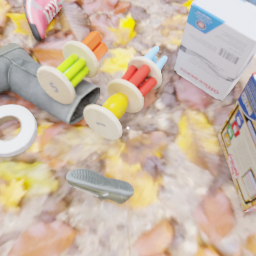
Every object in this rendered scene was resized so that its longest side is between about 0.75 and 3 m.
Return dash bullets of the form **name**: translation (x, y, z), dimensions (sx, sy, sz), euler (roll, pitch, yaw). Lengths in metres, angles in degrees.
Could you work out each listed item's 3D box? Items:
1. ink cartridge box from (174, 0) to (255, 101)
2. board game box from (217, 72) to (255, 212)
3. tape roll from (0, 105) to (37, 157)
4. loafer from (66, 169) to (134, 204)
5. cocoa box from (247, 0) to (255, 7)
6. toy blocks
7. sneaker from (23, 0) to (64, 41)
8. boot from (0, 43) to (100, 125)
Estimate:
- **ink cartridge box**: translation (2.164, -1.936, 6.765), dimensions (1.595, 2.199, 0.921), euler (38, 68, 16)
- **board game box**: translation (2.574, 0.422, 5.433), dimensions (0.599, 2.586, 1.959), euler (-10, 66, -1)
- **tape roll**: translation (-2.940, 0.056, 6.910), dimensions (1.354, 0.247, 1.354), euler (0, 64, 0)
- **loafer**: translation (-0.624, 1.311, 5.956), dimensions (1.482, 0.516, 0.557), euler (19, 21, -10)
- **cocoa box**: translation (4.440, -4.762, 8.350), dimensions (1.672, 1.700, 2.549), euler (-25, 67, -11)
- **toy blocks**: translation (-0.386, -1.421, 6.750), dimensions (2.313, 1.008, 2.775), euler (39, 59, -3)
- **sneaker**: translation (-2.447, -3.666, 8.300), dimensions (1.044, 0.887, 2.407), euler (-6, 65, -4)
- **boot**: translation (-2.488, -0.826, 6.916), dimensions (2.809, 1.019, 2.554), euler (35, 62, 9)
